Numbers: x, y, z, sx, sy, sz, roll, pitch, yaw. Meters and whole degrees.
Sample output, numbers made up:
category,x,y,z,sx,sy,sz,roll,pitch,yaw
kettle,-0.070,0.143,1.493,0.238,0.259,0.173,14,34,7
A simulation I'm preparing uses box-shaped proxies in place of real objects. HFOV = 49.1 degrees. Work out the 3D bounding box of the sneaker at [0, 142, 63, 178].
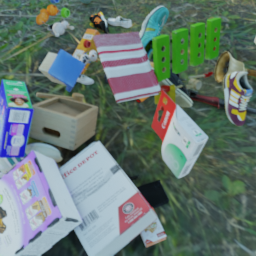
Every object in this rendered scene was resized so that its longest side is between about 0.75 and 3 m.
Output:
category,x,y,z,sx,sy,sz,roll,pitch,yaw
sneaker,-3.024,1.028,7.913,2.349,0.827,1.098,3,62,4

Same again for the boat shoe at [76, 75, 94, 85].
category,x,y,z,sx,sy,sz,roll,pitch,yaw
boat shoe,-1.733,-1.867,10.672,0.847,0.283,0.312,10,50,8

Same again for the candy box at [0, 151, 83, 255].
category,x,y,z,sx,sy,sz,roll,pitch,yaw
candy box,-2.430,1.976,6.365,2.249,0.805,1.887,-40,55,5

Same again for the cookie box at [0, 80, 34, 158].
category,x,y,z,sx,sy,sz,roll,pitch,yaw
cookie box,-3.145,-0.289,7.625,0.664,1.511,1.766,5,29,-31

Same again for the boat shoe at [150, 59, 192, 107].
category,x,y,z,sx,sy,sz,roll,pitch,yaw
boat shoe,1.386,-1.401,8.961,0.903,2.419,0.753,6,67,48

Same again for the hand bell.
category,x,y,z,sx,sy,sz,roll,pitch,yaw
hand bell,4.571,-2.117,10.636,2.221,1.157,1.157,8,48,-9

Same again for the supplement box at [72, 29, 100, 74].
category,x,y,z,sx,sy,sz,roll,pitch,yaw
supplement box,-1.638,-2.943,10.818,0.585,0.566,1.702,23,80,33

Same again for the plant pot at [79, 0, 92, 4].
category,x,y,z,sx,sy,sz,roll,pitch,yaw
plant pot,-2.234,-6.930,14.790,0.895,0.603,0.895,-1,73,5

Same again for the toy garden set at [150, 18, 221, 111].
category,x,y,z,sx,sy,sz,roll,pitch,yaw
toy garden set,1.637,-1.860,8.203,2.582,2.152,0.515,-26,37,-29

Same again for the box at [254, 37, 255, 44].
category,x,y,z,sx,sy,sz,roll,pitch,yaw
box,6.737,-3.709,11.607,1.963,1.290,1.974,-9,50,-8

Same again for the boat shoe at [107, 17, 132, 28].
category,x,y,z,sx,sy,sz,roll,pitch,yaw
boat shoe,-0.413,-5.135,13.415,1.234,0.428,0.437,14,50,12

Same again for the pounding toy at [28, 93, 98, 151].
category,x,y,z,sx,sy,sz,roll,pitch,yaw
pounding toy,-2.068,-0.355,8.896,2.107,1.097,2.398,15,21,13

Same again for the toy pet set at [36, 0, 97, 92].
category,x,y,z,sx,sy,sz,roll,pitch,yaw
toy pet set,-1.741,-2.408,8.614,1.248,2.350,2.194,19,76,28

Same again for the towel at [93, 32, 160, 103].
category,x,y,z,sx,sy,sz,roll,pitch,yaw
towel,-0.015,-1.605,7.157,1.324,0.209,1.838,-15,79,-26

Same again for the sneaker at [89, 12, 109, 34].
category,x,y,z,sx,sy,sz,roll,pitch,yaw
sneaker,-1.380,-4.809,13.094,0.758,0.589,1.684,-17,48,-4

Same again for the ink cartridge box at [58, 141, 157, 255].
category,x,y,z,sx,sy,sz,roll,pitch,yaw
ink cartridge box,-0.659,1.721,6.834,1.676,0.946,2.283,-37,57,-6

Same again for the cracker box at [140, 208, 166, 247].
category,x,y,z,sx,sy,sz,roll,pitch,yaw
cracker box,0.528,2.456,6.950,0.541,0.233,0.808,-17,52,-14

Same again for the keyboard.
category,x,y,z,sx,sy,sz,roll,pitch,yaw
keyboard,0.080,1.805,7.559,1.819,0.187,1.156,-15,57,-14

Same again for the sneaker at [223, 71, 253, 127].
category,x,y,z,sx,sy,sz,roll,pitch,yaw
sneaker,2.858,-0.728,7.159,0.529,1.412,0.636,-17,7,-28

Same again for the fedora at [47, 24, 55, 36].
category,x,y,z,sx,sy,sz,roll,pitch,yaw
fedora,-3.298,-4.514,12.906,0.835,0.377,0.739,8,46,20

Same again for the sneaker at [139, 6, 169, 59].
category,x,y,z,sx,sy,sz,roll,pitch,yaw
sneaker,0.884,-3.238,9.842,0.829,0.806,2.081,34,98,43

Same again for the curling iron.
category,x,y,z,sx,sy,sz,roll,pitch,yaw
curling iron,3.059,-0.870,9.677,2.877,0.368,0.713,19,9,10

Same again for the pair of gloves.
category,x,y,z,sx,sy,sz,roll,pitch,yaw
pair of gloves,0.362,-2.007,10.801,2.342,0.290,2.086,35,57,25

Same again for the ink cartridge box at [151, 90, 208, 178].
category,x,y,z,sx,sy,sz,roll,pitch,yaw
ink cartridge box,1.107,0.157,7.311,0.465,1.493,1.855,-20,54,-27
